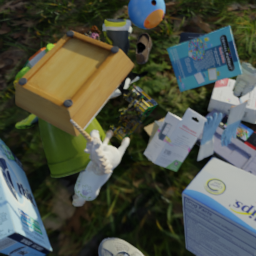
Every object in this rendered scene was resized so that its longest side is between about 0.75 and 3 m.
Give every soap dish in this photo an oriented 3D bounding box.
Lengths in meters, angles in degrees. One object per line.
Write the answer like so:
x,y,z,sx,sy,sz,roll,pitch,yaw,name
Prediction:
-1.367,-1.243,7.085,2.005,1.035,2.548,26,65,20,soap dish

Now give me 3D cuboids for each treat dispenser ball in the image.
0.589,-3.824,9.072,1.189,1.189,1.189,0,53,0,treat dispenser ball

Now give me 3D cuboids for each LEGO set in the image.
0.000,-0.502,8.306,0.975,1.683,1.294,43,36,9,LEGO set

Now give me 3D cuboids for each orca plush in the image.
-0.217,-1.770,9.855,2.342,0.832,1.232,-23,42,-31,orca plush

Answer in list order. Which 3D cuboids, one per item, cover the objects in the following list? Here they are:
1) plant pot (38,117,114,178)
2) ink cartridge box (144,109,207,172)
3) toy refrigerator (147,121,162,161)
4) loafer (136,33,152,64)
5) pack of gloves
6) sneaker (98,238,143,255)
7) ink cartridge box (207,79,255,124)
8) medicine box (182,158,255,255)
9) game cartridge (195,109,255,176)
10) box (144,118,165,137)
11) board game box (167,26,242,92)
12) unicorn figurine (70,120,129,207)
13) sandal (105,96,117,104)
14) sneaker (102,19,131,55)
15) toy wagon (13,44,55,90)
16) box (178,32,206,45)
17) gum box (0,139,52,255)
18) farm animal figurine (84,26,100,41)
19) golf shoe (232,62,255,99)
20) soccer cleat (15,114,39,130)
-1.649,0.099,7.965,1.962,1.962,1.889,-24,100,-17,plant pot
1.309,0.257,7.693,1.702,0.997,0.573,-59,39,8,ink cartridge box
0.894,0.412,8.261,0.435,1.147,0.401,6,25,-20,toy refrigerator
0.470,-2.516,8.594,0.440,0.428,1.205,-3,58,13,loafer
1.984,0.023,6.163,1.115,1.327,0.262,-23,48,-19,pack of gloves
0.329,3.979,7.620,2.804,1.149,1.048,34,60,23,sneaker
4.731,-1.110,11.614,2.478,0.836,1.443,17,55,12,ink cartridge box
2.595,2.338,6.323,2.351,2.581,1.329,25,52,36,medicine box
3.933,0.543,10.624,2.828,0.543,1.833,38,66,25,game cartridge
1.501,0.300,10.990,1.195,0.156,1.462,-25,58,-17,box
2.318,-2.059,8.555,1.888,1.425,0.443,-14,14,25,board game box
-0.723,0.853,6.876,1.094,2.962,2.035,18,28,5,unicorn figurine
-0.821,-1.392,12.159,1.012,0.406,0.273,-39,41,-20,sandal
-0.451,-3.076,9.903,1.064,1.209,2.857,4,12,1,sneaker
-2.577,-1.845,8.418,0.467,1.832,2.361,49,40,-4,toy wagon
2.574,-2.775,10.567,1.350,0.806,1.372,11,91,21,box
-2.870,1.559,6.658,0.632,2.409,2.835,-25,61,-12,gum box
-1.434,-3.466,11.136,0.913,0.569,1.131,-33,35,26,farm animal figurine
4.009,-1.499,9.541,0.842,2.150,1.045,40,100,23,golf shoe
-3.010,-0.239,8.654,0.958,0.310,0.401,-20,72,-10,soccer cleat
